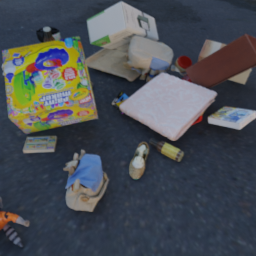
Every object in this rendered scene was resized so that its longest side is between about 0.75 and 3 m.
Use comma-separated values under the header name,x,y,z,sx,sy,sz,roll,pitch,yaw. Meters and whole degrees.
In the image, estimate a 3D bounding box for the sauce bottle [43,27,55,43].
name,x,y,z,sx,sy,sz,roll,pitch,yaw
sauce bottle,-4.050,-4.354,14.530,0.595,1.840,0.595,2,59,-3

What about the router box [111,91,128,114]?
name,x,y,z,sx,sy,sz,roll,pitch,yaw
router box,-0.266,-1.089,11.987,0.649,0.222,0.870,43,45,-12

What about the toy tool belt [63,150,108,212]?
name,x,y,z,sx,sy,sz,roll,pitch,yaw
toy tool belt,-1.257,1.348,8.474,1.318,1.297,2.110,3,40,4

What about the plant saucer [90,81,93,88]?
name,x,y,z,sx,sy,sz,roll,pitch,yaw
plant saucer,-2.094,-2.023,13.469,0.836,0.134,0.836,0,39,0

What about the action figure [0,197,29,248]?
name,x,y,z,sx,sy,sz,roll,pitch,yaw
action figure,-3.681,2.686,7.451,1.836,0.993,1.898,25,71,37

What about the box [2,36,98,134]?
name,x,y,z,sx,sy,sz,roll,pitch,yaw
box,-2.871,-1.569,10.575,2.871,1.751,2.765,-13,71,-5

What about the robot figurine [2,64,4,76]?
name,x,y,z,sx,sy,sz,roll,pitch,yaw
robot figurine,-5.698,-3.227,14.044,0.902,1.355,1.598,27,58,-23

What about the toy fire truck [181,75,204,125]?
name,x,y,z,sx,sy,sz,roll,pitch,yaw
toy fire truck,2.866,-1.427,12.241,2.030,0.702,2.878,32,51,33

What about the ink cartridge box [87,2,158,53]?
name,x,y,z,sx,sy,sz,roll,pitch,yaw
ink cartridge box,-0.199,-4.769,13.758,2.169,1.249,2.972,-12,-3,34

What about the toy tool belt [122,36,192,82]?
name,x,y,z,sx,sy,sz,roll,pitch,yaw
toy tool belt,1.290,-3.002,13.256,2.992,1.839,1.868,18,62,-6

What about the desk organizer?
name,x,y,z,sx,sy,sz,roll,pitch,yaw
desk organizer,3.732,-2.497,10.781,1.070,1.148,2.983,-34,6,-36

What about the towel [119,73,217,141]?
name,x,y,z,sx,sy,sz,roll,pitch,yaw
towel,1.547,-0.974,11.139,2.759,0.466,2.888,-40,49,-23

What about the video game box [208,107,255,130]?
name,x,y,z,sx,sy,sz,roll,pitch,yaw
video game box,3.875,-0.395,10.456,1.183,0.304,1.299,-26,27,-35

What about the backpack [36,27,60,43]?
name,x,y,z,sx,sy,sz,roll,pitch,yaw
backpack,-4.859,-5.673,17.329,1.319,0.835,1.101,-28,60,-29

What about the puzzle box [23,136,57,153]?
name,x,y,z,sx,sy,sz,roll,pitch,yaw
puzzle box,-3.228,0.606,10.284,1.102,0.140,0.733,-3,40,-3

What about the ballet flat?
name,x,y,z,sx,sy,sz,roll,pitch,yaw
ballet flat,0.370,1.038,9.480,0.532,0.492,1.508,11,42,6

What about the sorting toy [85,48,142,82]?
name,x,y,z,sx,sy,sz,roll,pitch,yaw
sorting toy,-0.420,-3.468,14.995,2.850,0.520,2.638,25,45,20

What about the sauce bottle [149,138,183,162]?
name,x,y,z,sx,sy,sz,roll,pitch,yaw
sauce bottle,1.325,0.737,9.908,1.280,0.414,0.414,28,47,27

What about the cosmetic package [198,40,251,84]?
name,x,y,z,sx,sy,sz,roll,pitch,yaw
cosmetic package,4.550,-3.099,13.113,2.372,1.035,1.226,19,63,14
